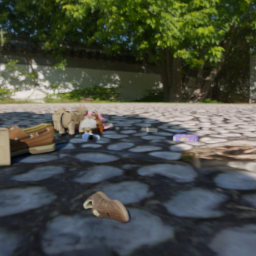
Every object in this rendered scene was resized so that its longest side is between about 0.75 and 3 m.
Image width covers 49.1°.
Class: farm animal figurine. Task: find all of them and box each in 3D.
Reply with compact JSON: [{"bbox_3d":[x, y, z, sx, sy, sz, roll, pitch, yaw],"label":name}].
[{"bbox_3d":[-2.822,-0.489,14.473,2.964,1.545,2.931,1,8,8],"label":"farm animal figurine"}]

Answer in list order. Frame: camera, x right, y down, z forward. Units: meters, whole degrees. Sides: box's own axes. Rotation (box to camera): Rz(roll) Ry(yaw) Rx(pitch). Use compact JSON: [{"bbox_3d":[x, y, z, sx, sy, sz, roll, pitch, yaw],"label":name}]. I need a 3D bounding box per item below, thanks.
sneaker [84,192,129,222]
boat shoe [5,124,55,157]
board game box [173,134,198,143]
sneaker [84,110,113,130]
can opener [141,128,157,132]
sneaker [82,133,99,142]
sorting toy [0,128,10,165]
[{"bbox_3d":[-0.396,1.453,4.890,0.402,0.375,1.064,-28,19,-29],"label":"sneaker"},{"bbox_3d":[-3.890,0.396,9.387,1.075,1.016,2.989,8,11,44],"label":"boat shoe"},{"bbox_3d":[2.561,0.458,12.445,0.958,0.215,0.644,3,8,24],"label":"board game box"},{"bbox_3d":[-1.811,-0.453,16.099,2.270,1.083,0.897,8,9,38],"label":"sneaker"},{"bbox_3d":[1.131,0.132,15.005,0.826,0.217,0.274,3,22,14],"label":"can opener"},{"bbox_3d":[-1.734,0.415,12.359,0.841,0.323,0.468,11,3,24],"label":"sneaker"},{"bbox_3d":[-4.249,0.559,8.178,1.525,1.136,0.204,0,10,-6],"label":"sorting toy"}]
